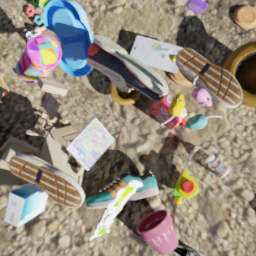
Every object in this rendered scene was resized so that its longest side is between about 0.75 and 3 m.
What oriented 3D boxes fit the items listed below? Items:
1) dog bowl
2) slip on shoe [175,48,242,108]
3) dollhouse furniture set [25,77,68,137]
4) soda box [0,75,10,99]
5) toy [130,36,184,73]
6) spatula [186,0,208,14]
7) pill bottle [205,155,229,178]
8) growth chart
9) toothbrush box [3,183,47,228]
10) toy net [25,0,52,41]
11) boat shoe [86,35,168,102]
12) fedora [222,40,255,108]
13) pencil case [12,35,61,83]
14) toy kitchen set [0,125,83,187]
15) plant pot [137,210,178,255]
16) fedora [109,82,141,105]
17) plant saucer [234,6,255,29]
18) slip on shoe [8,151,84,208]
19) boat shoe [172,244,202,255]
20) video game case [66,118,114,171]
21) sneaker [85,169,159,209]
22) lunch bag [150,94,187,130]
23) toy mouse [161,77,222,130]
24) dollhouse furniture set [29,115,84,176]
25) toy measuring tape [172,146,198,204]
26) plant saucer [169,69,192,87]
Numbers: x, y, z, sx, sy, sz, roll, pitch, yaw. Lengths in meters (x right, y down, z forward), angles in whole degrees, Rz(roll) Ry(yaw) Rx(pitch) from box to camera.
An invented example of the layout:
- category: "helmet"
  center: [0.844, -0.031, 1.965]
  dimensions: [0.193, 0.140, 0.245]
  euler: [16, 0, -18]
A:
- category: "dog bowl"
  center: [-1.829, -2.958, 9.262]
  dimensions: [1.389, 0.618, 2.492]
  euler: [-2, 119, 25]
- category: "slip on shoe"
  center: [2.541, -1.539, 9.065]
  dimensions: [2.547, 0.771, 0.968]
  euler: [41, 80, 15]
- category: "dollhouse furniture set"
  center: [-2.584, -0.656, 8.393]
  dimensions: [0.878, 0.750, 1.694]
  euler: [49, 118, 44]
- category: "soda box"
  center: [-5.754, -2.297, 11.259]
  dimensions: [0.822, 0.777, 2.426]
  euler: [-30, 79, -7]
- category: "toy"
  center: [1.158, -2.957, 11.544]
  dimensions: [2.018, 0.476, 1.162]
  euler: [17, 77, 10]
- category: "spatula"
  center: [2.592, -4.475, 9.615]
  dimensions: [0.684, 2.421, 0.249]
  euler: [29, 94, -4]
- category: "pill bottle"
  center: [3.360, 1.454, 10.632]
  dimensions: [0.485, 0.485, 0.838]
  euler: [-44, 82, -8]
- category: "growth chart"
  center: [-0.335, 2.193, 7.585]
  dimensions: [0.181, 1.480, 2.045]
  euler: [38, 99, 20]
- category: "toothbrush box"
  center: [-2.976, 2.204, 8.331]
  dimensions: [0.545, 1.278, 0.936]
  euler: [21, 103, 14]
- category: "toy net"
  center: [-3.909, -4.515, 11.872]
  dimensions: [1.314, 0.484, 2.506]
  euler: [15, 79, 3]
- category: "boat shoe"
  center: [-0.120, -1.565, 8.009]
  dimensions: [2.984, 1.062, 0.933]
  euler: [41, 119, 25]
- category: "fedora"
  center: [5.143, -1.989, 10.878]
  dimensions: [2.910, 1.187, 2.910]
  euler: [-3, 81, 17]
- category: "pencil case"
  center: [-2.640, -1.911, 8.001]
  dimensions: [0.989, 2.238, 0.989]
  euler: [2, 86, -31]
- category: "toy kitchen set"
  center: [-3.504, 1.506, 10.475]
  dimensions: [2.860, 2.580, 2.333]
  euler: [33, 39, -27]
- category: "plant pot"
  center: [1.123, 3.726, 9.855]
  dimensions: [1.272, 1.272, 1.139]
  euler: [-32, 95, -6]
- category: "fedora"
  center: [-0.063, -1.579, 11.213]
  dimensions: [1.433, 0.584, 1.433]
  euler: [0, 85, 2]
- category: "plant saucer"
  center: [5.119, -4.800, 12.092]
  dimensions: [1.074, 0.173, 1.074]
  euler: [0, 78, 0]
- category: "slip on shoe"
  center: [-1.960, 1.235, 7.024]
  dimensions: [2.061, 0.624, 0.784]
  euler: [26, 108, 5]
- category: "boat shoe"
  center: [2.120, 4.557, 10.023]
  dimensions: [1.306, 0.416, 0.462]
  euler: [21, 79, 4]
- category: "video game case"
  center: [-0.956, 0.412, 7.240]
  dimensions: [0.808, 0.102, 1.129]
  euler: [51, 61, -20]
- category: "sneaker"
  center: [-0.295, 2.244, 10.298]
  dimensions: [2.703, 0.965, 1.080]
  euler: [-13, 72, -7]
- category: "lunch bag"
  center: [1.563, -0.550, 10.500]
  dimensions: [1.395, 1.584, 0.649]
  euler: [42, 77, 8]
- category: "toy mouse"
  center: [1.648, -0.438, 6.714]
  dimensions: [1.291, 0.281, 1.452]
  euler: [23, 105, 6]
- category: "dollhouse furniture set"
  center: [-2.314, 0.622, 10.569]
  dimensions: [2.397, 1.242, 1.061]
  euler: [40, 114, 14]
- category: "toy measuring tape"
  center: [2.361, 1.825, 10.434]
  dimensions: [0.827, 0.827, 2.248]
  euler: [26, 77, 5]
- category: "plant saucer"
  center: [2.368, -2.365, 11.567]
  dimensions: [1.332, 0.215, 1.332]
  euler: [0, 79, 0]
